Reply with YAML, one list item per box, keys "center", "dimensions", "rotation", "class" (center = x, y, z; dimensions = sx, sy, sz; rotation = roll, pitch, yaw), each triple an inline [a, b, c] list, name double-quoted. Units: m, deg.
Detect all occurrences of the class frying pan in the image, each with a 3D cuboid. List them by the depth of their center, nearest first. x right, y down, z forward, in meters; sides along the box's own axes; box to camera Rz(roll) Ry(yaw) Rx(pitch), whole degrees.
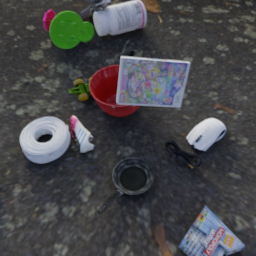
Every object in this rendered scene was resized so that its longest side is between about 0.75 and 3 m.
- center: [0.037, 2.014, 9.334]
  dimensions: [1.405, 0.378, 2.322]
  rotation: [13, 54, 11]
  class: "frying pan"

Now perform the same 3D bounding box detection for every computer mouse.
- center: [2.735, 0.337, 10.537]
  dimensions: [2.626, 0.576, 1.440]
  rotation: [-38, 59, -26]
  class: "computer mouse"

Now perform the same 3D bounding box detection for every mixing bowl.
- center: [-0.339, -1.321, 11.418]
  dimensions: [2.355, 1.275, 2.355]
  rotation: [-1, 51, 1]
  class: "mixing bowl"

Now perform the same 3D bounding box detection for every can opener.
- center: [-1.859, -6.522, 14.843]
  dimensions: [0.798, 1.000, 2.992]
  rotation: [-28, 21, -20]
  class: "can opener"

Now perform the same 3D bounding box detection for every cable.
- center: [-3.077, 0.426, 10.429]
  dimensions: [1.808, 0.626, 1.808]
  rotation: [-12, 52, -10]
  class: "cable"

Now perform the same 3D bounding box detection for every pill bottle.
- center: [-0.449, -5.781, 14.873]
  dimensions: [2.561, 1.452, 1.452]
  rotation: [-19, 54, -15]
  class: "pill bottle"

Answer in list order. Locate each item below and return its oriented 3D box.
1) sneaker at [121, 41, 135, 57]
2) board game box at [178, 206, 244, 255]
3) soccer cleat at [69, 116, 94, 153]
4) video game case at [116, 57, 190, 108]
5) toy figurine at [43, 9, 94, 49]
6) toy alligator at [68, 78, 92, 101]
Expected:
- center: [0.093, -3.916, 14.058]
  dimensions: [0.638, 0.426, 1.115]
  rotation: [12, 55, 7]
  class: "sneaker"
- center: [2.503, 3.343, 8.207]
  dimensions: [1.476, 0.455, 1.476]
  rotation: [32, 58, 24]
  class: "board game box"
- center: [-1.779, 0.234, 10.702]
  dimensions: [0.724, 0.586, 1.677]
  rotation: [-6, 53, -23]
  class: "soccer cleat"
- center: [0.840, -1.551, 9.763]
  dimensions: [2.370, 1.697, 0.213]
  rotation: [2, 30, -9]
  class: "video game case"
- center: [-3.393, -5.415, 14.699]
  dimensions: [2.464, 1.850, 2.268]
  rotation: [-11, 39, -37]
  class: "toy figurine"
- center: [-1.365, -1.730, 12.219]
  dimensions: [2.603, 0.625, 0.863]
  rotation: [-14, 78, -23]
  class: "toy alligator"
